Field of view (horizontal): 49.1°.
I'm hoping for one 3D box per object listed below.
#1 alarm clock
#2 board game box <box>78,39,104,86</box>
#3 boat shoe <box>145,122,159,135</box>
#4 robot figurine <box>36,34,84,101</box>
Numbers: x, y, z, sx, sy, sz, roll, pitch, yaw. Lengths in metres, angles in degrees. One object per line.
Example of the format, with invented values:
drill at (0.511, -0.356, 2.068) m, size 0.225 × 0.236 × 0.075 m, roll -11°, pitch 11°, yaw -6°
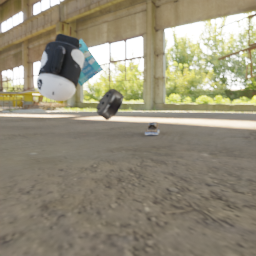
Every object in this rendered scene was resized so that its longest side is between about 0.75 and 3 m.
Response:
alarm clock at (-0.670, -0.806, 9.124) m, size 0.486 × 0.984 × 1.459 m, roll 32°, pitch -1°, yaw -23°
board game box at (-2.201, -3.042, 13.144) m, size 1.313 × 1.739 × 0.408 m, roll -38°, pitch 9°, yaw -12°
boat shoe at (1.331, 0.011, 15.501) m, size 0.699 × 0.700 × 1.936 m, roll 1°, pitch 6°, yaw 11°
robot figurine at (-2.836, -2.480, 11.666) m, size 1.702 × 2.727 × 2.049 m, roll 5°, pitch -14°, yaw 30°
